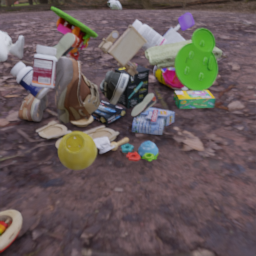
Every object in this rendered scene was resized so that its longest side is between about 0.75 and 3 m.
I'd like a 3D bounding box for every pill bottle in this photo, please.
[{"bbox_3d":[0.604,-2.944,9.218,1.193,0.676,0.676,36,32,-5],"label":"pill bottle"},{"bbox_3d":[-2.232,-1.625,7.499,0.601,1.052,0.601,9,11,-2],"label":"pill bottle"},{"bbox_3d":[2.507,-2.876,15.540,1.266,1.266,2.317,-16,33,-25],"label":"pill bottle"},{"bbox_3d":[-3.240,-1.575,9.319,1.240,0.689,0.689,42,30,-11],"label":"pill bottle"}]

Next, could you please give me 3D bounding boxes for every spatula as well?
[{"bbox_3d":[2.184,-4.599,13.058,2.415,0.683,0.248,-40,27,-23],"label":"spatula"}]

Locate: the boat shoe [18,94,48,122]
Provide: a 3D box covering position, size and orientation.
[{"bbox_3d":[-4.356,-1.199,12.879,0.990,1.044,2.757,-3,28,-3],"label":"boat shoe"}]

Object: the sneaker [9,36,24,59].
[{"bbox_3d":[-4.675,-3.418,11.636,0.593,1.026,0.378,20,40,-8],"label":"sneaker"}]

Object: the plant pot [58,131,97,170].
[{"bbox_3d":[-1.222,0.461,6.596,0.947,0.672,0.947,1,70,-4],"label":"plant pot"}]

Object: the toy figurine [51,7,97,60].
[{"bbox_3d":[-2.483,-2.991,10.885,1.899,2.328,2.529,31,9,5],"label":"toy figurine"}]

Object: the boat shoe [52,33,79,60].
[{"bbox_3d":[-2.348,-2.600,9.560,1.580,0.562,0.494,-39,-1,11],"label":"boat shoe"}]

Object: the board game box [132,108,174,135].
[{"bbox_3d":[1.102,-0.343,11.846,1.651,0.510,1.652,4,30,9],"label":"board game box"}]

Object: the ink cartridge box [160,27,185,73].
[{"bbox_3d":[1.767,-3.059,11.473,1.499,1.485,0.325,53,20,19],"label":"ink cartridge box"}]

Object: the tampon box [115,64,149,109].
[{"bbox_3d":[0.176,-2.037,13.585,1.298,1.732,1.093,-19,35,-30],"label":"tampon box"}]

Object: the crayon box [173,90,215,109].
[{"bbox_3d":[3.210,-1.401,13.701,1.764,0.514,1.048,-2,30,-4],"label":"crayon box"}]

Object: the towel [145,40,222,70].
[{"bbox_3d":[1.507,-2.163,8.042,2.002,0.365,1.485,-9,31,-2],"label":"towel"}]

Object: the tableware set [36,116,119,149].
[{"bbox_3d":[-2.045,0.149,11.153,2.461,0.342,2.946,-23,37,-35],"label":"tableware set"}]

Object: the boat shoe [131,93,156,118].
[{"bbox_3d":[0.445,-0.569,7.698,0.879,0.275,0.313,-47,42,-17],"label":"boat shoe"}]

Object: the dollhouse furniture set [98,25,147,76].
[{"bbox_3d":[-0.115,-2.627,9.376,1.028,1.203,2.321,-48,25,5],"label":"dollhouse furniture set"}]

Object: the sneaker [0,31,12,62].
[{"bbox_3d":[-4.077,-2.701,9.023,0.698,0.662,1.733,-9,45,-31],"label":"sneaker"}]

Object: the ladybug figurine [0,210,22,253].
[{"bbox_3d":[-3.110,2.575,6.725,0.916,0.485,1.349,11,31,19],"label":"ladybug figurine"}]

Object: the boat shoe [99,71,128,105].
[{"bbox_3d":[-0.403,-1.045,7.001,0.557,0.618,1.749,21,-11,-6],"label":"boat shoe"}]

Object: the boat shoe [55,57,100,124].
[{"bbox_3d":[-1.208,-0.848,6.796,1.050,1.108,2.926,0,-11,-12],"label":"boat shoe"}]

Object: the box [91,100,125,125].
[{"bbox_3d":[-1.088,-0.722,12.662,1.558,0.358,1.239,23,37,34],"label":"box"}]

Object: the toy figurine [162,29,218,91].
[{"bbox_3d":[1.377,-1.529,6.882,1.098,1.463,1.346,17,-6,-17],"label":"toy figurine"}]

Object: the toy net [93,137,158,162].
[{"bbox_3d":[-0.190,0.840,9.876,2.451,0.473,1.286,3,32,9],"label":"toy net"}]

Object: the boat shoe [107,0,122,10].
[{"bbox_3d":[-0.625,-5.468,12.560,0.364,0.409,1.113,-33,38,-4],"label":"boat shoe"}]
